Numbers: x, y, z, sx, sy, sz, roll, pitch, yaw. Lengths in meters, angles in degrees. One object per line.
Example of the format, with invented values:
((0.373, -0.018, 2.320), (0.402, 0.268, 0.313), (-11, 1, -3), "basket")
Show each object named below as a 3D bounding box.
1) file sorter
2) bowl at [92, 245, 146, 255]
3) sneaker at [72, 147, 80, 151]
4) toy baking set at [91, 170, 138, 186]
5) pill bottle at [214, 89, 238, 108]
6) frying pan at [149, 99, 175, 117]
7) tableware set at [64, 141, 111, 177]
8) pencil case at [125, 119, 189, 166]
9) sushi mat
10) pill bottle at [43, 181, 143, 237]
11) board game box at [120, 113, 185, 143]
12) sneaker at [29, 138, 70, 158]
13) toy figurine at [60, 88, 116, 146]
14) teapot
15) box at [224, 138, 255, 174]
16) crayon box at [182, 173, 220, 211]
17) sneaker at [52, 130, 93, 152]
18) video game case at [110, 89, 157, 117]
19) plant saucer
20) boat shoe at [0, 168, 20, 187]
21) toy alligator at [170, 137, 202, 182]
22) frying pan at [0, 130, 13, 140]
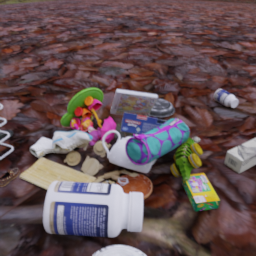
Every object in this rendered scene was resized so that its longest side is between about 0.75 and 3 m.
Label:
((-5.396, -0.077, 9.857), (1.815, 2.616, 1.629), (13, 33, 19), "file sorter")
((-0.214, 3.311, 5.972), (2.219, 1.041, 2.219), (0, 32, 0), "bowl")
((-1.939, 0.645, 10.476), (0.833, 0.319, 0.477), (-32, 16, 44), "sneaker")
((-0.431, 1.638, 8.836), (1.521, 0.177, 1.167), (-17, 13, 0), "toy baking set")
((4.834, -1.421, 13.788), (0.635, 0.635, 1.143), (-15, 36, -23), "pill bottle")
((0.922, -0.939, 13.315), (2.679, 0.436, 1.621), (-6, 32, -15), "frying pan")
((-1.477, 0.901, 9.894), (1.611, 0.187, 1.346), (22, 72, 19), "tableware set")
((0.916, 0.364, 8.461), (0.912, 0.990, 2.143), (28, 35, 35), "pencil case")
((-2.345, 1.686, 9.338), (2.423, 0.147, 1.159), (16, 35, 22), "sushi mat")
((-0.856, 2.165, 7.435), (2.450, 1.361, 1.361), (3, 33, 1), "pill bottle")
((0.879, -0.020, 10.727), (2.305, 0.711, 2.303), (10, 1, -2), "board game box")
((-2.931, 0.855, 10.368), (1.503, 0.554, 0.869), (8, 35, 28), "sneaker")
((-1.422, -0.121, 11.135), (2.024, 2.199, 1.651), (53, 12, 26), "toy figurine")
((0.130, 0.775, 9.339), (1.553, 1.149, 1.574), (11, -7, 43), "teapot")
((4.340, 0.959, 10.083), (1.733, 0.593, 0.712), (-20, 37, -28), "box")
((2.222, 1.968, 8.702), (0.739, 0.362, 1.244), (-5, 32, -8), "crayon box")
((-1.938, 0.477, 9.740), (1.613, 0.617, 0.651), (-5, 64, 28), "sneaker")
((0.211, -0.996, 11.980), (1.724, 1.569, 0.197), (6, 58, -10), "video game case")
((0.180, 1.913, 8.963), (1.176, 0.190, 1.176), (0, 31, 0), "plant saucer")
((-3.975, 1.593, 9.366), (0.304, 0.303, 0.862), (10, 32, 18), "boat shoe")
((2.035, 0.832, 9.841), (0.951, 0.689, 2.869), (-34, 10, 27), "toy alligator")
((-5.218, 0.394, 11.367), (0.677, 0.182, 1.119), (24, 41, 34), "frying pan")
